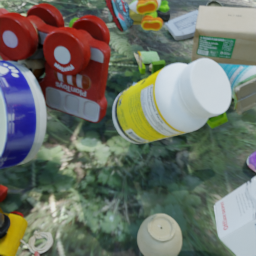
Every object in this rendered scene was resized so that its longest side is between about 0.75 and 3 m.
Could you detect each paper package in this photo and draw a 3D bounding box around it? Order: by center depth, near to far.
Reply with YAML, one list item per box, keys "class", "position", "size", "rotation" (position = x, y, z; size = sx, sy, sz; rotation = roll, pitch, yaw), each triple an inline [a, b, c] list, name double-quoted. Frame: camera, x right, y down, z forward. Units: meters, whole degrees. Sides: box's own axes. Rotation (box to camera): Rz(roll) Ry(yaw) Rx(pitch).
- class: "paper package"
  position: [2.520, -2.297, 6.916]
  size: [1.726, 0.893, 1.646]
  rotation: [8, 42, 12]

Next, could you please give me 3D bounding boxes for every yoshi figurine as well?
- class: "yoshi figurine"
  position: [0.828, -3.766, 7.964]
  size: [1.172, 1.176, 2.093]
  rotation: [23, 51, -23]

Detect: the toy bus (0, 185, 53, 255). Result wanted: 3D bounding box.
- class: "toy bus"
  position: [-3.565, 2.306, 6.546]
  size: [2.642, 1.365, 2.493]
  rotation: [-30, 52, -26]

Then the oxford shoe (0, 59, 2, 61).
- class: "oxford shoe"
  position: [-3.306, -1.510, 7.711]
  size: [0.536, 1.434, 0.505]
  rotation: [-6, 45, 40]

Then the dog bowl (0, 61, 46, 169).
- class: "dog bowl"
  position: [-3.025, -0.291, 6.317]
  size: [2.451, 2.451, 0.965]
  rotation: [32, 22, 27]

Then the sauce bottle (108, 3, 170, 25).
- class: "sauce bottle"
  position: [0.434, -4.197, 10.386]
  size: [2.303, 0.745, 0.745]
  rotation: [-3, 44, -19]

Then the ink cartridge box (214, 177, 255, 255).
- class: "ink cartridge box"
  position: [2.543, 1.517, 5.243]
  size: [0.721, 1.679, 1.230]
  rotation: [45, 21, -4]

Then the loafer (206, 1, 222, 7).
- class: "loafer"
  position: [2.999, -3.688, 9.306]
  size: [0.659, 0.610, 1.751]
  rotation: [-15, 59, 11]

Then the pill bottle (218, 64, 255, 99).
- class: "pill bottle"
  position: [3.868, -2.213, 10.944]
  size: [1.451, 1.451, 2.619]
  rotation: [-26, 51, -24]

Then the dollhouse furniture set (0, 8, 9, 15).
- class: "dollhouse furniture set"
  position: [-6.697, -5.156, 13.777]
  size: [1.194, 1.580, 2.935]
  rotation: [-32, 54, -28]

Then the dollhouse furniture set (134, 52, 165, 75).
- class: "dollhouse furniture set"
  position: [0.962, -3.006, 12.171]
  size: [1.077, 0.832, 2.155]
  rotation: [-8, 46, -8]

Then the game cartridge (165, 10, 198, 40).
- class: "game cartridge"
  position: [3.078, -5.236, 14.355]
  size: [2.029, 0.411, 1.353]
  rotation: [-23, 58, -6]

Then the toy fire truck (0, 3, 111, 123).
- class: "toy fire truck"
  position: [-1.804, -1.465, 6.708]
  size: [2.867, 2.407, 1.607]
  rotation: [17, 35, 7]

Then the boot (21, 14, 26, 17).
- class: "boot"
  position: [-3.074, -2.680, 8.889]
  size: [0.895, 2.459, 1.911]
  rotation: [21, 42, -4]

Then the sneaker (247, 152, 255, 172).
- class: "sneaker"
  position: [4.517, 0.707, 8.475]
  size: [1.997, 0.883, 0.803]
  rotation: [-19, 49, -16]

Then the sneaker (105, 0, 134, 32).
- class: "sneaker"
  position: [-0.264, -3.854, 9.004]
  size: [0.666, 1.395, 0.553]
  rotation: [-31, 23, -16]

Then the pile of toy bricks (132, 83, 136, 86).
- class: "pile of toy bricks"
  position: [1.090, -0.364, 9.403]
  size: [2.899, 1.608, 1.431]
  rotation: [20, 87, 5]

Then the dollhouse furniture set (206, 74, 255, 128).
- class: "dollhouse furniture set"
  position: [2.397, -0.824, 7.237]
  size: [2.394, 1.197, 0.924]
  rotation: [-26, 54, 11]

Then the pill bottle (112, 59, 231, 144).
- class: "pill bottle"
  position: [0.856, -0.527, 6.208]
  size: [1.452, 2.583, 1.452]
  rotation: [9, 74, -32]

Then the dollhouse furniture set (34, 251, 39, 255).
- class: "dollhouse furniture set"
  position: [-1.641, 3.463, 5.573]
  size: [2.740, 1.114, 1.474]
  rotation: [28, 52, 25]

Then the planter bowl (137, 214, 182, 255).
- class: "planter bowl"
  position: [0.777, 2.545, 6.749]
  size: [1.111, 0.748, 1.111]
  rotation: [0, 46, 0]

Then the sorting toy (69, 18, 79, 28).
- class: "sorting toy"
  position: [-1.266, -3.165, 9.422]
  size: [0.580, 1.413, 0.849]
  rotation: [6, 66, 45]
